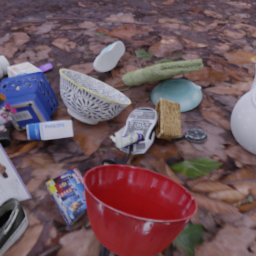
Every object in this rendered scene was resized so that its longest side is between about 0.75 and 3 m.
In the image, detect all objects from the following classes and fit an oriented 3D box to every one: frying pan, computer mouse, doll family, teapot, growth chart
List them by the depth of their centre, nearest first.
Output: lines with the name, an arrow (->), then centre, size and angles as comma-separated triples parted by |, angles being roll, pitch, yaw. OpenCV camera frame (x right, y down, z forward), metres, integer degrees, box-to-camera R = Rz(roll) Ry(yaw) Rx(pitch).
doll family -> -4.520, -0.723, 8.457 | 1.321, 2.128, 0.959 | -38, 41, 8
teapot -> 4.771, -0.438, 9.049 | 2.770, 2.023, 2.734 | 31, 58, 27
computer mouse -> 0.306, 0.482, 9.187 | 1.616, 0.646, 2.947 | 5, 46, 22
frying pan -> 2.140, 0.231, 9.892 | 1.296, 0.211, 0.784 | 2, 33, 8
growth chart -> 0.284, 0.191, 9.973 | 1.333, 0.163, 1.842 | 26, 48, 26

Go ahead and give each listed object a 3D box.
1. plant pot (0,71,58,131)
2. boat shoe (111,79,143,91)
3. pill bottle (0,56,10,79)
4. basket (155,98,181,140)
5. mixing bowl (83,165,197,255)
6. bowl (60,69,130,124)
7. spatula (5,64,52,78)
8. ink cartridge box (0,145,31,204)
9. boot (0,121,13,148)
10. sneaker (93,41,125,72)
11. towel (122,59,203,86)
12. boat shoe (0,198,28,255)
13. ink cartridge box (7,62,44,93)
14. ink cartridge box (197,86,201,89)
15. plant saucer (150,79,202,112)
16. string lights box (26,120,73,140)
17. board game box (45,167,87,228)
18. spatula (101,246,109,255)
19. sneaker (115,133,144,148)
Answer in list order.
plant pot -> -3.572, -0.867, 10.004 | 1.597, 1.597, 1.436 | -11, 46, 6
boat shoe -> -0.031, -2.084, 12.265 | 1.641, 0.589, 0.621 | -23, 46, -25
pill bottle -> -6.269, -2.502, 12.438 | 1.812, 0.993, 0.993 | -34, 51, -32
basket -> 1.170, -0.275, 9.515 | 0.935, 0.896, 1.256 | 9, 76, -36
mixing bowl -> 0.116, 1.867, 6.052 | 2.427, 1.315, 2.427 | 13, 13, -3
bowl -> -1.378, -0.945, 10.039 | 2.709, 1.271, 2.709 | 24, 15, -7
spatula -> -4.701, -2.686, 13.253 | 2.159, 0.222, 0.610 | -15, 41, -16
ink cartridge box -> -3.888, 1.188, 6.862 | 2.284, 2.263, 0.496 | -18, 30, -4
boot -> -4.701, 0.216, 9.747 | 1.447, 0.501, 1.260 | -5, 38, -18
sneaker -> -1.033, -3.222, 13.221 | 0.954, 0.861, 2.329 | -14, 27, 43
towel -> 1.465, -2.258, 11.396 | 2.983, 0.544, 2.213 | -16, 8, -41
boat shoe -> -3.469, 2.823, 6.327 | 1.010, 0.909, 2.856 | 15, 43, 17
ink cartridge box -> -4.275, -2.016, 11.734 | 0.995, 0.978, 1.352 | -25, 41, -33
ink cartridge box -> 2.448, -1.504, 11.874 | 0.909, 0.319, 1.118 | 23, 52, 24
plant saucer -> 1.973, -1.498, 11.523 | 2.119, 0.408, 2.119 | -5, 45, 5
string lights box -> -2.542, 0.075, 8.931 | 0.912, 0.523, 1.775 | -7, 3, -34
board game box -> -1.345, 1.765, 7.569 | 1.277, 0.394, 1.278 | -26, 67, -27
spatula -> -0.612, 3.165, 6.496 | 0.473, 0.172, 1.672 | 5, 39, 9
sneaker -> 0.066, 0.399, 8.644 | 0.525, 0.367, 1.056 | 0, -12, -43
